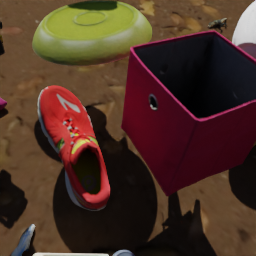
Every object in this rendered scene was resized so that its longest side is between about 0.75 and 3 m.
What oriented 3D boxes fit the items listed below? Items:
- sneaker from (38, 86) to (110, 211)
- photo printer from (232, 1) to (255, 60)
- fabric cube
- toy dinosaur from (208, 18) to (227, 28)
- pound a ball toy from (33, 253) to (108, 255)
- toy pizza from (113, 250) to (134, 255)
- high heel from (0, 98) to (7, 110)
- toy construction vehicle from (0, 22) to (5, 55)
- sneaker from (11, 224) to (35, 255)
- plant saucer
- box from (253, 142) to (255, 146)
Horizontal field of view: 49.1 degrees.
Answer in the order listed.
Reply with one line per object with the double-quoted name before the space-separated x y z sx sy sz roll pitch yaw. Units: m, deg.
"sneaker" -0.786 0.245 4.538 0.853 0.940 2.214 -22 85 -22
"photo printer" 3.752 -2.058 6.492 2.453 0.852 2.040 25 64 15
"fabric cube" 1.074 -0.296 4.753 1.819 1.813 1.785 -18 53 -23
"toy dinosaur" 3.442 -3.913 10.425 0.944 0.224 0.416 -23 54 -18
"pound a ball toy" -1.314 3.182 5.678 1.790 0.761 1.167 0 80 0
"toy pizza" -0.145 3.034 5.681 0.165 1.038 1.038 -16 45 42
"high heel" -4.136 -1.049 8.416 0.623 0.438 1.299 -31 67 -7
"toy construction vehicle" -3.782 -1.582 5.754 2.439 0.859 2.124 21 49 19
"sneaker" -2.298 2.558 6.281 0.291 0.288 0.802 31 55 -12
"plant saucer" -0.786 -2.175 5.975 2.594 0.403 2.594 -3 43 3
"box" 3.026 -0.115 7.648 1.256 0.796 1.305 -39 65 -21
